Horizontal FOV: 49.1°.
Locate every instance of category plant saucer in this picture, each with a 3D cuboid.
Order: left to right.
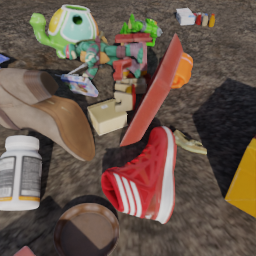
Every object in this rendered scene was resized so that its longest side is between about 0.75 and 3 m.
[{"bbox_3d":[-0.849,2.191,5.782,1.338,0.230,1.338,1,43,-1],"label":"plant saucer"},{"bbox_3d":[0.713,-0.952,7.639,0.460,2.507,2.502,27,44,-2],"label":"plant saucer"}]

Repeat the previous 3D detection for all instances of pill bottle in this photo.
[{"bbox_3d":[-2.386,1.003,6.209,0.894,0.894,1.536,-2,69,-2],"label":"pill bottle"}]

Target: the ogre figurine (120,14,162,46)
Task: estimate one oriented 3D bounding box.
[{"bbox_3d":[0.515,-3.916,11.381,1.303,2.173,1.066,8,79,-18],"label":"ogre figurine"}]

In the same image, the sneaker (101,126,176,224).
[{"bbox_3d":[0.240,0.792,6.469,1.538,1.043,2.663,12,37,-5],"label":"sneaker"}]

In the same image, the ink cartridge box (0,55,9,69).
[{"bbox_3d":[-5.815,-1.809,9.790,1.775,0.624,2.975,22,51,22],"label":"ink cartridge box"}]

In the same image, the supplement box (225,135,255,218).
[{"bbox_3d":[4.128,0.814,6.060,2.754,1.854,2.792,28,50,27],"label":"supplement box"}]

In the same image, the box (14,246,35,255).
[{"bbox_3d":[-1.524,3.134,4.200,1.943,1.033,1.479,33,52,30],"label":"box"}]

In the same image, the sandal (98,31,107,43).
[{"bbox_3d":[-1.115,-3.408,11.522,0.514,0.764,1.903,20,38,-9],"label":"sandal"}]

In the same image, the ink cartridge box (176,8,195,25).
[{"bbox_3d":[2.812,-5.537,13.915,0.667,0.390,1.149,-4,43,-4],"label":"ink cartridge box"}]

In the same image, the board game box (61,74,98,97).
[{"bbox_3d":[-1.529,-1.341,8.933,0.920,0.918,0.189,13,73,22],"label":"board game box"}]

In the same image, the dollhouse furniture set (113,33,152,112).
[{"bbox_3d":[0.199,-1.849,8.710,1.188,1.572,2.922,-2,30,1],"label":"dollhouse furniture set"}]

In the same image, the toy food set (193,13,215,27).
[{"bbox_3d":[3.607,-5.411,13.632,0.633,0.596,1.325,-17,46,-17],"label":"toy food set"}]

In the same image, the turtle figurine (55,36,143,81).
[{"bbox_3d":[-0.970,-2.112,8.613,2.758,2.064,1.388,1,86,-3],"label":"turtle figurine"}]

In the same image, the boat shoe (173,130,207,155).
[{"bbox_3d":[1.584,0.377,7.311,0.432,0.372,1.184,17,6,-34],"label":"boat shoe"}]

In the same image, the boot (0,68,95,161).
[{"bbox_3d":[-2.349,-0.247,7.184,2.137,2.922,1.026,-8,31,30],"label":"boot"}]

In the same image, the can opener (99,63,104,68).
[{"bbox_3d":[-1.031,-2.424,10.252,0.259,0.780,0.205,-42,82,-6],"label":"can opener"}]

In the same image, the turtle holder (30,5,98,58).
[{"bbox_3d":[-2.127,-3.489,9.908,2.191,1.556,1.665,15,34,2],"label":"turtle holder"}]

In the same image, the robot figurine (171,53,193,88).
[{"bbox_3d":[1.765,-2.024,9.656,0.953,0.773,1.325,23,73,2],"label":"robot figurine"}]

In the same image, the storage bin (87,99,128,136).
[{"bbox_3d":[-0.631,-0.356,8.367,0.930,0.436,0.924,-20,46,-20],"label":"storage bin"}]
